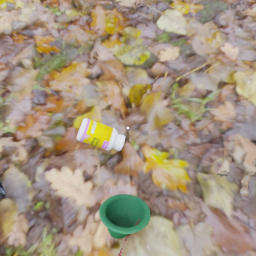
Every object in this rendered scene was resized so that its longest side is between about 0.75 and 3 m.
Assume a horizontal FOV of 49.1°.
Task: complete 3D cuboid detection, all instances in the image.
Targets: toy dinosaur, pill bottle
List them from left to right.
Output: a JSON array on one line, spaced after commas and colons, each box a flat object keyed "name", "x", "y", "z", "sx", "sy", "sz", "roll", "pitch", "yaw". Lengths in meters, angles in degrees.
[{"name": "pill bottle", "x": -0.720, "y": 0.220, "z": 7.553, "sx": 1.202, "sy": 0.627, "sz": 0.627, "roll": 20, "pitch": 64, "yaw": -11}, {"name": "toy dinosaur", "x": 2.865, "y": 0.608, "z": 6.825, "sx": 2.325, "sy": 0.998, "sz": 1.576, "roll": 34, "pitch": 51, "yaw": -29}]

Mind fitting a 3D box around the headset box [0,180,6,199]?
[{"name": "headset box", "x": -3.858, "y": 1.530, "z": 7.098, "sx": 1.099, "sy": 0.510, "sz": 0.957, "roll": -25, "pitch": 67, "yaw": -12}]

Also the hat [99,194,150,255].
[{"name": "hat", "x": -0.193, "y": 2.530, "z": 6.823, "sx": 1.185, "sy": 1.260, "sz": 1.431, "roll": 27, "pitch": 34, "yaw": 32}]
